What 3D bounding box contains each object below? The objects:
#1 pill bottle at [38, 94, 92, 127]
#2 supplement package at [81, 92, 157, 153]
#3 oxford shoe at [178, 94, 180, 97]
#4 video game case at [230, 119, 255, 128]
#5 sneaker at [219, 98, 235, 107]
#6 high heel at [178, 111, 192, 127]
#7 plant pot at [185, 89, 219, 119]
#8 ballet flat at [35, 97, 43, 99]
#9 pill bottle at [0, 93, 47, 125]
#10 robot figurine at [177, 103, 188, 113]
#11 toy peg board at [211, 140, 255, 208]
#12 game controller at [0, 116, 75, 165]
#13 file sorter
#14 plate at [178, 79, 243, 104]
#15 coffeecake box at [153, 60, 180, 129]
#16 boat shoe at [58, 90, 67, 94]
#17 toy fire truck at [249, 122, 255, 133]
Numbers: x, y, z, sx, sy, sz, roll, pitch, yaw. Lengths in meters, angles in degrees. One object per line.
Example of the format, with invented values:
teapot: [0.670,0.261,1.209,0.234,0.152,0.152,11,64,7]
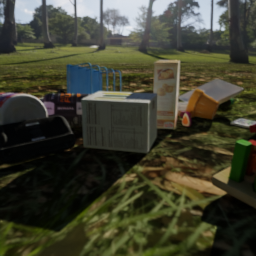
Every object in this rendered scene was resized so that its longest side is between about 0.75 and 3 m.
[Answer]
pill bottle: [-2.576,-0.702,11.310,2.580,1.371,1.371,0,17,-7]
supplement package: [-0.230,-0.279,9.561,2.204,1.661,1.673,4,18,15]
oxford shoe: [3.047,-1.937,17.245,0.395,0.372,1.057,7,18,12]
video game case: [5.012,-0.203,12.016,0.919,0.107,0.836,-14,22,-39]
sneaker: [5.176,-1.584,15.825,0.747,0.685,1.754,-4,25,-38]
high heel: [2.648,-0.348,12.117,0.700,0.492,1.460,17,15,-13]
plant pot: [3.459,-0.988,12.872,1.188,1.297,1.297,24,26,22]
ballet flat: [-3.692,-0.896,12.674,2.544,0.905,0.879,20,35,40]
pill bottle: [-4.223,-0.439,9.938,1.586,1.586,2.846,-16,17,-42]
robot figurine: [2.681,-1.008,13.936,0.905,0.511,0.767,2,21,9]
toy peg board: [3.540,0.931,6.170,2.302,1.131,2.312,-14,28,-38]
game controller: [-2.854,0.303,8.681,2.465,0.519,1.286,-13,60,-40]
file sorter: [-1.648,-2.212,14.203,1.555,1.759,2.535,0,2,33]
plate: [4.348,-1.698,15.030,2.615,0.423,2.609,-25,26,-4]
coffeecake box: [1.626,-1.475,11.834,0.958,2.622,2.013,3,16,11]
boat shoe: [-3.056,-1.546,14.866,0.941,0.835,2.517,9,8,-41]
toy fire truck: [5.926,-0.317,10.683,2.007,1.340,2.390,-10,6,41]
